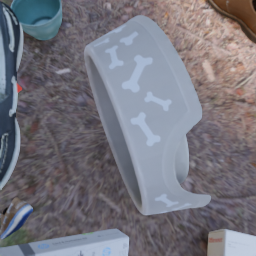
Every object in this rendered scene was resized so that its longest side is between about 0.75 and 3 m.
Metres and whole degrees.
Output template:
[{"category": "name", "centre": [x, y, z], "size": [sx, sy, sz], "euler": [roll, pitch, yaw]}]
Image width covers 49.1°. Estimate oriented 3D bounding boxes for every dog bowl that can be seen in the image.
[{"category": "dog bowl", "centre": [0.137, -0.071, 4.236], "size": [0.858, 2.927, 2.927], "euler": [-20, 68, -9]}]

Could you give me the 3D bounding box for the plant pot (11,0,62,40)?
[{"category": "plant pot", "centre": [-2.584, -3.230, 8.293], "size": [1.411, 0.945, 1.411], "euler": [0, 67, 1]}]

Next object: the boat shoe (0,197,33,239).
[{"category": "boat shoe", "centre": [-1.419, 1.095, 3.454], "size": [0.272, 0.750, 0.271], "euler": [48, 30, 9]}]

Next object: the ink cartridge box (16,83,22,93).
[{"category": "ink cartridge box", "centre": [-3.942, -1.254, 7.758], "size": [1.260, 0.372, 1.575], "euler": [-42, 72, -16]}]

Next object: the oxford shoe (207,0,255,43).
[{"category": "oxford shoe", "centre": [3.483, -3.885, 8.550], "size": [1.030, 1.030, 2.889], "euler": [-36, 70, -13]}]

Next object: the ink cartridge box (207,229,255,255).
[{"category": "ink cartridge box", "centre": [1.995, 2.947, 5.499], "size": [0.706, 1.204, 1.644], "euler": [11, 67, 5]}]

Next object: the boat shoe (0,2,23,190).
[{"category": "boat shoe", "centre": [-2.112, -0.396, 3.958], "size": [1.093, 0.872, 2.890], "euler": [1, 91, -8]}]

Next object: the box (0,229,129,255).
[{"category": "box", "centre": [-0.786, 1.869, 3.050], "size": [1.629, 0.335, 1.270], "euler": [3, 93, -33]}]
